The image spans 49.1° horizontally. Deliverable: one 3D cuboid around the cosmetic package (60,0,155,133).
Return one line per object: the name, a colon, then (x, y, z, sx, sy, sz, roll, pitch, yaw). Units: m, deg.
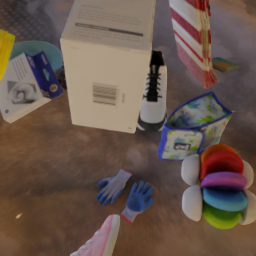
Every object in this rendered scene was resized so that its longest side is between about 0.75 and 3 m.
cosmetic package: (-0.294, -1.445, 5.303, 1.345, 2.182, 2.188, 9, 57, 0)

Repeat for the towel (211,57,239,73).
towel: (2.264, -1.554, 6.863, 0.633, 0.094, 0.863, 34, 39, 30)

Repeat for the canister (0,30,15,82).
canister: (-3.282, -1.585, 5.187, 1.979, 1.470, 0.856, 16, 82, -27)

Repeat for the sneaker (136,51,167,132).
sneaker: (0.665, -1.174, 8.407, 1.054, 1.143, 2.859, 2, 55, 0)

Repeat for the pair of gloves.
pair of gloves: (-0.083, 1.620, 6.957, 1.400, 0.160, 1.126, 30, 59, 19)

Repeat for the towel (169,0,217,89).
towel: (1.301, -2.477, 6.099, 0.317, 2.790, 2.010, -19, 38, 1)

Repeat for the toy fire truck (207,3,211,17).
toy fire truck: (1.725, -3.981, 7.794, 0.623, 2.557, 1.803, -18, 61, 22)

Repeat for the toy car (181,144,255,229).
toy car: (2.147, 1.249, 6.429, 1.683, 1.442, 1.923, 5, 54, 3)

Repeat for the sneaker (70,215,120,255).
sneaker: (-0.958, 2.693, 5.743, 1.147, 0.826, 2.195, 19, 60, 7)

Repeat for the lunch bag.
lunch bag: (1.602, 0.088, 7.258, 1.735, 1.475, 1.105, -21, 56, -15)

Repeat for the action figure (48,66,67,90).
action figure: (-1.683, -2.180, 9.371, 1.473, 0.786, 2.264, 14, 51, 18)

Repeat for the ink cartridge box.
ink cartridge box: (-3.141, -1.355, 8.492, 1.862, 0.378, 1.858, -30, 68, -1)

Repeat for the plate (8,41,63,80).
plate: (-3.434, -2.127, 9.599, 2.436, 0.311, 2.436, 0, 54, 1)
